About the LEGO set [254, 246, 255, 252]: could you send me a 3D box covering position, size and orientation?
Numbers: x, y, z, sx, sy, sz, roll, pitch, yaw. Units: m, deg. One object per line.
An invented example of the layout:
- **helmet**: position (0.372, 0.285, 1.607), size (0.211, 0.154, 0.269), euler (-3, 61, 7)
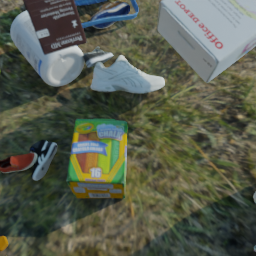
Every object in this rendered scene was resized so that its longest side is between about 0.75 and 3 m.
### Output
- **LEGO set**: position (2.893, 3.277, 6.457), size (1.012, 0.376, 0.465), euler (-43, 34, -16)

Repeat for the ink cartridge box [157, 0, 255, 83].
- **ink cartridge box**: position (2.348, -2.738, 6.755), size (2.730, 1.156, 1.973), euler (-37, 77, -9)

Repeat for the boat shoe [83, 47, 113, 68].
- **boat shoe**: position (-0.999, -2.358, 9.182), size (0.480, 0.519, 1.407), euler (59, 40, -5)

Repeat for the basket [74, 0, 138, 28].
- **basket**: position (-1.163, -5.180, 10.309), size (2.552, 2.013, 2.894), euler (-15, 78, -19)

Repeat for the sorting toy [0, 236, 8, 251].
- **sorting toy**: position (-3.643, 3.619, 6.243), size (2.347, 0.314, 1.749), euler (-30, 60, -16)

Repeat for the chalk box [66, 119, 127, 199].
- **chalk box**: position (-0.704, 0.608, 7.326), size (1.355, 1.345, 2.170), euler (1, 61, 0)

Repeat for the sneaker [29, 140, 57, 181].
- **sneaker**: position (-2.504, 0.865, 7.749), size (0.663, 0.433, 1.185), euler (14, 53, 12)

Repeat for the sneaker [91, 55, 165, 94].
- **sneaker**: position (-0.003, -1.649, 8.626), size (2.313, 0.901, 1.149), euler (2, 101, 0)

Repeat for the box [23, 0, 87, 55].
- **box**: position (-1.331, -1.993, 5.212), size (0.834, 1.006, 0.826), euler (-19, 22, -6)

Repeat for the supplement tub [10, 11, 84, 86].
- **supplement tub**: position (-2.610, -2.576, 9.059), size (1.503, 1.503, 2.279), euler (-33, 66, -17)

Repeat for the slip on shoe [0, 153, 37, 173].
- **slip on shoe**: position (-2.990, 0.925, 7.525), size (1.177, 0.360, 0.436), euler (-15, 56, 13)

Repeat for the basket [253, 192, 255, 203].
- **basket**: position (4.695, 1.566, 6.209), size (1.968, 2.425, 2.447), euler (-31, 64, -21)

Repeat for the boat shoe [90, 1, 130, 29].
- **boat shoe**: position (-0.773, -4.306, 10.601), size (1.770, 0.639, 0.641), euler (-33, 60, -28)
